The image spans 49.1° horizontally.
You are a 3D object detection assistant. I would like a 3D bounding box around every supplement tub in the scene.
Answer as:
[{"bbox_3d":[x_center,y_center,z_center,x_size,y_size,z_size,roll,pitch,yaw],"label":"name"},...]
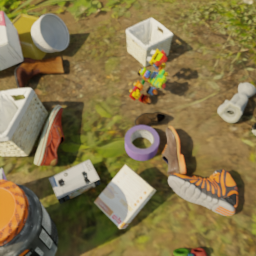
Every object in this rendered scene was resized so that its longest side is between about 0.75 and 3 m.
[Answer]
[{"bbox_3d":[-2.795,2.473,6.759,1.766,2.882,1.766,0,55,0],"label":"supplement tub"}]

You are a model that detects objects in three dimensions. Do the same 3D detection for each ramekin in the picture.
[{"bbox_3d":[-3.422,-4.031,12.159,0.832,1.585,1.585,-7,47,37],"label":"ramekin"}]

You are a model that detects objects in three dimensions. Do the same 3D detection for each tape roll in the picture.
[{"bbox_3d":[0.468,0.514,9.603,1.162,0.494,1.162,0,56,0],"label":"tape roll"}]

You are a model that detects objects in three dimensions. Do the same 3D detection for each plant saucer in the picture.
[{"bbox_3d":[-4.613,-4.352,12.932,2.542,0.616,2.542,18,58,12],"label":"plant saucer"}]

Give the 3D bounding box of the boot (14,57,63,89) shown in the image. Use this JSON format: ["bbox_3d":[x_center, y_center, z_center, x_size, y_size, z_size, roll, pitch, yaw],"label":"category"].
[{"bbox_3d":[-3.643,-2.247,11.617,1.903,0.651,1.791,-2,48,-11],"label":"boot"}]

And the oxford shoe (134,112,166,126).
[{"bbox_3d":[0.805,-0.330,10.038,1.220,0.443,0.515,-18,15,-19],"label":"oxford shoe"}]

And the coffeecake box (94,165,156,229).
[{"bbox_3d":[-0.091,2.017,8.230,1.115,0.531,1.452,39,86,23],"label":"coffeecake box"}]

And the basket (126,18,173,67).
[{"bbox_3d":[0.867,-3.666,12.084,1.500,1.206,1.487,-31,60,-21],"label":"basket"}]

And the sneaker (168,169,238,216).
[{"bbox_3d":[2.348,1.730,8.659,2.152,0.835,1.206,27,55,6],"label":"sneaker"}]

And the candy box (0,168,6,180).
[{"bbox_3d":[-4.263,1.932,7.763,1.797,1.508,0.643,-10,53,-19],"label":"candy box"}]

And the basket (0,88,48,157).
[{"bbox_3d":[-3.826,-0.146,9.401,1.412,1.285,2.082,-2,51,21],"label":"basket"}]

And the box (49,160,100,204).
[{"bbox_3d":[-1.672,1.680,8.830,1.396,0.420,0.814,-23,58,-16],"label":"box"}]

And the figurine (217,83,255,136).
[{"bbox_3d":[4.748,-0.789,10.380,2.183,0.940,2.130,32,53,21],"label":"figurine"}]

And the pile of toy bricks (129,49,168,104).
[{"bbox_3d":[1.004,-1.763,10.384,1.013,1.138,2.051,26,85,42],"label":"pile of toy bricks"}]

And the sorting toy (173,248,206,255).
[{"bbox_3d":[1.681,3.529,7.580,0.894,0.537,0.367,-4,89,5],"label":"sorting toy"}]

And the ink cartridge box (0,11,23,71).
[{"bbox_3d":[-5.955,-3.212,11.381,2.821,1.168,2.067,-23,61,1],"label":"ink cartridge box"}]

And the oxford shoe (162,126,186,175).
[{"bbox_3d":[1.420,0.725,9.386,0.667,0.652,1.830,-11,53,4],"label":"oxford shoe"}]

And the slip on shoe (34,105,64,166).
[{"bbox_3d":[-2.571,0.257,9.641,0.757,0.916,2.473,19,48,-19],"label":"slip on shoe"}]
